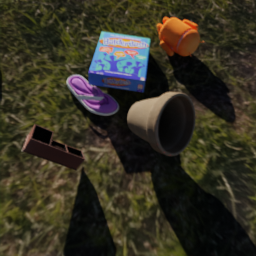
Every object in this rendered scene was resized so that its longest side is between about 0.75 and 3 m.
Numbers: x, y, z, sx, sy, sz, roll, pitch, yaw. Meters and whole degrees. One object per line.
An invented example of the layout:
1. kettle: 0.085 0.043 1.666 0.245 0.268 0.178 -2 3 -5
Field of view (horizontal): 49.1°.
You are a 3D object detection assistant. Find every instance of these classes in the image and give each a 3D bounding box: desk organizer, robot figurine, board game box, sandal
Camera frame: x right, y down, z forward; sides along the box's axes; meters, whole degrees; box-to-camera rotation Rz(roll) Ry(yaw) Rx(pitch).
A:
1. desk organizer: -2.216 0.621 8.627 1.791 0.690 0.642 24 42 -23
2. robot figurine: 2.106 -3.767 11.681 1.451 1.177 2.018 -29 60 -38
3. board game box: -0.273 -2.658 11.012 2.083 0.616 2.739 8 50 0
4. sandal: -1.432 -1.273 10.491 2.442 0.600 0.994 34 65 18

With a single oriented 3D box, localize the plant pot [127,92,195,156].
1. plant pot: 0.915 -0.194 8.943 1.694 1.942 1.942 11 53 46
